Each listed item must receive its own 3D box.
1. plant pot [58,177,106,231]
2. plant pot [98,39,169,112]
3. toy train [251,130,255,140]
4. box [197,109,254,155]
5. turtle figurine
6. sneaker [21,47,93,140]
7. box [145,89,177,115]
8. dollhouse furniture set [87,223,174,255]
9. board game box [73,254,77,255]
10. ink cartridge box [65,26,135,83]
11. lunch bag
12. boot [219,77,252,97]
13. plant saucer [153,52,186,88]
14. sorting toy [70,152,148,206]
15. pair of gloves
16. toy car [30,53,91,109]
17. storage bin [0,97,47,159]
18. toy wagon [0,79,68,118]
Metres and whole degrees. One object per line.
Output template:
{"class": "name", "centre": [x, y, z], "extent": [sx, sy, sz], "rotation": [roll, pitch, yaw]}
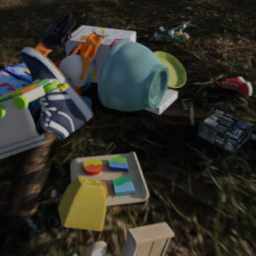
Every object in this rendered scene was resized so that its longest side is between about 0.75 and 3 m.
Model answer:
{"class": "plant pot", "centre": [-0.980, 1.635, 6.302], "extent": [0.903, 0.924, 0.897], "rotation": [15, 4, -21]}
{"class": "plant pot", "centre": [0.345, -1.532, 9.111], "extent": [1.581, 2.360, 2.360], "rotation": [22, 43, 24]}
{"class": "toy train", "centre": [4.664, 0.192, 9.015], "extent": [1.465, 0.624, 0.835], "rotation": [-19, 52, -24]}
{"class": "box", "centre": [3.157, 0.092, 9.105], "extent": [1.355, 0.584, 1.110], "rotation": [29, 46, 32]}
{"class": "turtle figurine", "centre": [2.592, -5.266, 15.655], "extent": [2.080, 1.047, 1.558], "rotation": [10, 34, 33]}
{"class": "sneaker", "centre": [-2.500, -0.911, 8.439], "extent": [1.554, 2.864, 1.004], "rotation": [-46, 19, -18]}
{"class": "box", "centre": [0.739, -1.292, 11.098], "extent": [1.990, 0.362, 1.436], "rotation": [25, 44, 26]}
{"class": "dollhouse furniture set", "centre": [0.663, 2.892, 4.311], "extent": [2.204, 1.262, 2.585], "rotation": [1, 25, -30]}
{"class": "board game box", "centre": [-0.891, 3.472, 4.842], "extent": [1.992, 0.467, 1.504], "rotation": [31, 48, 34]}
{"class": "ink cartridge box", "centre": [-1.160, -3.173, 12.269], "extent": [2.583, 1.868, 1.877], "rotation": [10, 39, 13]}
{"class": "lunch bag", "centre": [-3.782, -1.513, 10.447], "extent": [2.146, 1.341, 2.850], "rotation": [23, 46, 25]}
{"class": "boot", "centre": [4.329, -1.665, 11.463], "extent": [1.042, 0.523, 1.444], "rotation": [-3, 30, -3]}
{"class": "plant saucer", "centre": [1.559, -2.319, 11.439], "extent": [1.777, 0.276, 1.777], "rotation": [14, 58, -23]}
{"class": "sorting toy", "centre": [-0.583, 1.349, 7.677], "extent": [1.943, 0.354, 1.799], "rotation": [-8, 38, -9]}
{"class": "pair of gloves", "centre": [-2.237, -3.152, 10.715], "extent": [2.214, 0.274, 1.973], "rotation": [34, 84, 3]}
{"class": "toy car", "centre": [-1.865, -1.547, 9.205], "extent": [2.007, 2.177, 1.926], "rotation": [8, 72, -34]}
{"class": "storage bin", "centre": [-3.827, -0.025, 8.095], "extent": [2.368, 1.590, 1.723], "rotation": [-19, 13, -25]}
{"class": "toy wagon", "centre": [-2.431, -0.857, 7.022], "extent": [1.980, 0.392, 1.536], "rotation": [-17, 20, 18]}
